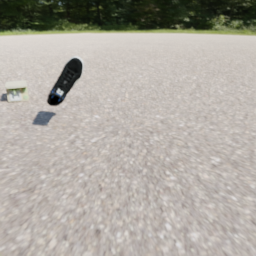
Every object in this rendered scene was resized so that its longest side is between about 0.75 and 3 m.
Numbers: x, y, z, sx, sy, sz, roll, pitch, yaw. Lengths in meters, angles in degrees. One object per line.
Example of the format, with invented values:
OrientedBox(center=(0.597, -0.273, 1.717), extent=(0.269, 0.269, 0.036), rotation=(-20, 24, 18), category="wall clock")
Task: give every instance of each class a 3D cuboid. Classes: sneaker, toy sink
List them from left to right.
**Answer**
OrientedBox(center=(-5.405, -1.757, 13.674), extent=(0.979, 0.842, 1.503), rotation=(-9, 20, -19), category="toy sink")
OrientedBox(center=(-2.162, -1.488, 9.677), extent=(0.703, 1.924, 1.076), rotation=(29, 29, -17), category="sneaker")
